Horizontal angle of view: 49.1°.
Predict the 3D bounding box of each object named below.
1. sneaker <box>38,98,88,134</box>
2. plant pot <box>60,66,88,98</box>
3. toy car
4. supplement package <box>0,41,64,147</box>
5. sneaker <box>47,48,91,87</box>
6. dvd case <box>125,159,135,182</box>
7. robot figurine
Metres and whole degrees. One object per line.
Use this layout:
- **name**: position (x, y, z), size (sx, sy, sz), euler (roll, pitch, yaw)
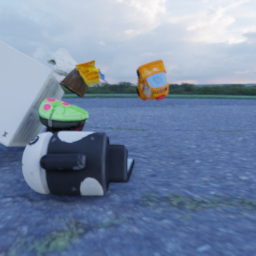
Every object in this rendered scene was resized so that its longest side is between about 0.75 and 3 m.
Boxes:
- **sneaker**: position (-1.673, -0.006, 7.430), size (1.103, 1.205, 2.875), euler (19, -5, 2)
- **plant pot**: position (-1.347, -1.343, 7.691), size (0.732, 0.783, 0.732), euler (32, -5, 3)
- **toy car**: position (-0.021, -1.104, 7.995), size (2.964, 1.454, 0.986), euler (-10, 53, -27)
- **supplement package**: position (-3.480, -0.916, 8.124), size (2.215, 2.199, 2.919), euler (29, -6, -5)
- **sneaker**: position (-1.727, -1.657, 8.281), size (1.558, 0.583, 0.776), euler (42, 64, 14)
- **dvd case**: position (-0.876, 0.986, 6.897), size (1.967, 0.173, 1.404), euler (2, 9, 6)
- **robot figurine**: position (-0.998, 0.657, 5.403), size (1.982, 1.489, 1.237), euler (0, 44, 1)
